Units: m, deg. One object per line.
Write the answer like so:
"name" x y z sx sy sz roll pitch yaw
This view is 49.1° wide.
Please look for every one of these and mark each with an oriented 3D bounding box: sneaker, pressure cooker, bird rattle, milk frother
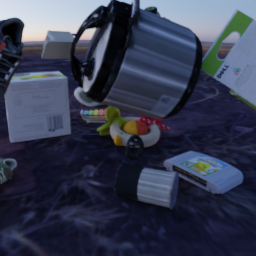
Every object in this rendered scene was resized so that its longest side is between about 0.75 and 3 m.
"sneaker" -3.278 -1.649 6.992 1.196 2.921 1.126 -11 -24 32
"pressure cooker" 0.047 -1.750 7.213 2.988 2.628 2.669 13 11 -19
"bird rattle" 0.270 0.082 9.897 2.658 1.497 2.167 9 29 -14
"milk frother" 0.502 0.966 6.455 1.301 1.384 1.249 7 16 19
"sneaker" -1.507 -1.656 14.878 2.623 1.022 1.303 10 13 1
"sneaker" -3.324 1.169 7.065 0.741 0.554 1.651 -6 17 -5

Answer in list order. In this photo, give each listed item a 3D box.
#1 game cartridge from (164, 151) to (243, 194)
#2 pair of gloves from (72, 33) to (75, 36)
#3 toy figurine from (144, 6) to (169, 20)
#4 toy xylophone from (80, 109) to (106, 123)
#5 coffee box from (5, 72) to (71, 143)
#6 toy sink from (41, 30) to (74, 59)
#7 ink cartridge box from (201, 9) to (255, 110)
"game cartridge" 2.032 1.131 7.570 1.230 0.373 1.845 -10 21 -37
"pair of gloves" -2.640 -3.989 11.920 0.896 0.127 1.114 -4 18 -21
"toy figurine" 0.587 -2.972 10.562 1.771 2.507 2.546 25 -5 -26
"toy xylophone" -1.376 -0.538 12.294 1.456 0.366 1.066 -4 20 -10
"coffee box" -3.478 -0.929 10.671 2.147 2.150 2.126 -7 20 -20
"toy sink" -1.893 -2.178 7.325 0.875 0.571 0.490 -15 61 -40
"ink cartridge box" 3.193 -1.604 7.174 2.334 1.725 0.884 34 12 3
